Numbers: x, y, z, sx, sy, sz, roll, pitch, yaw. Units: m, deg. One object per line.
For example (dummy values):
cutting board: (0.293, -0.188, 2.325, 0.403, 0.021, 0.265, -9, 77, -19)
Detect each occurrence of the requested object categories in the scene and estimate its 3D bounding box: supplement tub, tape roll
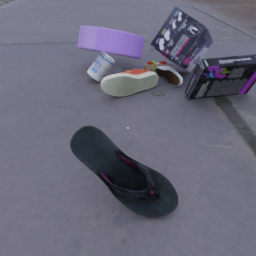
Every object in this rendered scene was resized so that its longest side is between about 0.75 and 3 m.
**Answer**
supplement tub: (-0.947, -2.148, 9.816, 0.592, 0.898, 0.592, 37, 13, -10)
tape roll: (-0.621, -3.094, 10.208, 2.340, 0.768, 2.340, 10, 14, -2)

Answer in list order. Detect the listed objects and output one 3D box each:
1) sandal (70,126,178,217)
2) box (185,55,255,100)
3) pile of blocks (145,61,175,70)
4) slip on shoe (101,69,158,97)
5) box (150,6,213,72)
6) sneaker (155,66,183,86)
sandal: (-0.103, 0.813, 4.882, 2.228, 0.533, 0.837, 36, 83, 3)
box: (2.921, -1.513, 8.405, 2.126, 1.520, 0.384, -8, 62, -12)
pile of blocks: (1.241, -2.456, 10.900, 1.227, 0.381, 0.504, 9, 34, 13)
slip on shoe: (0.005, -1.526, 9.077, 2.114, 0.783, 0.647, -16, 42, -32)
box: (1.931, -2.919, 9.695, 1.264, 1.456, 2.203, 40, 17, 15)
sneaker: (1.590, -1.931, 9.950, 0.608, 0.523, 1.436, -17, 36, -22)
